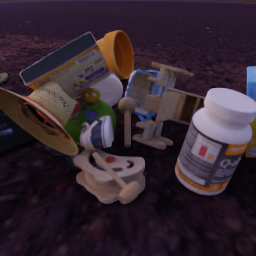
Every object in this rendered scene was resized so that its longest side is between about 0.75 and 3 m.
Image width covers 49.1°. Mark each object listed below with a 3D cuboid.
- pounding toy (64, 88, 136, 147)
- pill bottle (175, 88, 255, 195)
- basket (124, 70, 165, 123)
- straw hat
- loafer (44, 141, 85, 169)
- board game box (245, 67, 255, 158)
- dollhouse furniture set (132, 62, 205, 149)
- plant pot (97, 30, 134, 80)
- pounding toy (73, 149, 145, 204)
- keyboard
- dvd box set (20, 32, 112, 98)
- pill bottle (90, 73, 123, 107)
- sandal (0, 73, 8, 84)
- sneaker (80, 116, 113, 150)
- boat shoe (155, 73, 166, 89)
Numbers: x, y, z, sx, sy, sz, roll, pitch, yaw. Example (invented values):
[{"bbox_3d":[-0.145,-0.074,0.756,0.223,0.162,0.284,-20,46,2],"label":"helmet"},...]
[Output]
[{"bbox_3d":[-0.937,-0.467,7.298,2.208,1.025,1.704,4,47,4],"label":"pounding toy"},{"bbox_3d":[1.664,0.280,5.390,1.105,1.898,1.105,9,33,-6],"label":"pill bottle"},{"bbox_3d":[0.524,-1.017,8.201,1.154,1.463,1.659,13,16,-12],"label":"basket"},{"bbox_3d":[-1.610,-0.409,5.741,2.241,2.241,0.948,19,64,30],"label":"straw hat"},{"bbox_3d":[-1.472,0.401,6.656,1.514,0.547,0.551,22,35,32],"label":"loafer"},{"bbox_3d":[3.352,-0.231,5.710,1.786,2.334,0.471,0,48,23],"label":"board game box"},{"bbox_3d":[1.295,-0.468,6.985,1.391,1.836,2.095,19,13,21],"label":"dollhouse furniture set"},{"bbox_3d":[-0.909,-2.803,11.273,1.708,1.865,1.865,-3,26,25],"label":"plant pot"},{"bbox_3d":[-0.272,0.720,5.517,1.076,1.079,1.881,-24,34,-35],"label":"pounding toy"},{"bbox_3d":[-3.405,0.095,7.222,2.569,0.330,1.543,-24,55,-38],"label":"keyboard"},{"bbox_3d":[-1.270,-1.257,6.486,1.635,0.329,2.235,-30,-6,2],"label":"dvd box set"},{"bbox_3d":[-0.975,-1.545,9.531,1.122,1.122,1.875,-10,31,-17],"label":"pill bottle"},{"bbox_3d":[-5.387,-1.907,10.872,0.598,0.429,1.505,23,37,34],"label":"sandal"},{"bbox_3d":[-0.663,0.087,6.073,0.636,0.629,1.603,-8,5,1],"label":"sneaker"},{"bbox_3d":[1.178,-1.647,10.345,0.352,0.331,0.979,-1,49,-11],"label":"boat shoe"}]
